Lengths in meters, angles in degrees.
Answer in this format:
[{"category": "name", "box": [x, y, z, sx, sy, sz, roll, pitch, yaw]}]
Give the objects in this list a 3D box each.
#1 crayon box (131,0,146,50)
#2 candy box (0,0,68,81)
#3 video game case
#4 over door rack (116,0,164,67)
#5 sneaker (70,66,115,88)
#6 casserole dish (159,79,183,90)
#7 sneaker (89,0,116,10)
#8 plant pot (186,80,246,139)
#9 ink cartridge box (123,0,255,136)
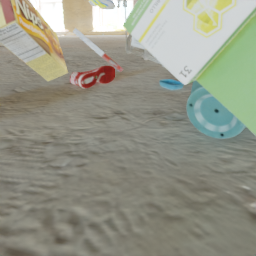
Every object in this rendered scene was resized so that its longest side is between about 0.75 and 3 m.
[{"category": "crayon box", "box": [1.082, -2.293, 6.575, 1.884, 1.184, 0.486, 19, 48, 8]}, {"category": "candy box", "box": [-2.483, -2.373, 6.977, 0.704, 1.469, 2.546, -22, -17, 7]}, {"category": "video game case", "box": [-0.729, -1.960, 7.194, 1.017, 0.124, 1.423, 43, 9, 16]}, {"category": "over door rack", "box": [0.733, -3.577, 10.414, 1.905, 2.578, 0.859, 26, 68, 20]}, {"category": "sneaker", "box": [-1.771, -2.551, 13.330, 1.331, 0.903, 2.305, 19, 28, 36]}, {"category": "casserole dish", "box": [1.950, -1.965, 12.709, 0.778, 0.249, 1.285, -11, 25, -25]}, {"category": "sneaker", "box": [-1.135, -4.689, 9.362, 1.783, 0.936, 0.675, 29, 39, 6]}, {"category": "plant pot", "box": [2.789, -0.913, 7.757, 2.346, 2.346, 2.204, 14, 41, 31]}, {"category": "ink cartridge box", "box": [1.582, -1.431, 4.119, 2.896, 2.107, 0.694, 46, 32, 10]}]
